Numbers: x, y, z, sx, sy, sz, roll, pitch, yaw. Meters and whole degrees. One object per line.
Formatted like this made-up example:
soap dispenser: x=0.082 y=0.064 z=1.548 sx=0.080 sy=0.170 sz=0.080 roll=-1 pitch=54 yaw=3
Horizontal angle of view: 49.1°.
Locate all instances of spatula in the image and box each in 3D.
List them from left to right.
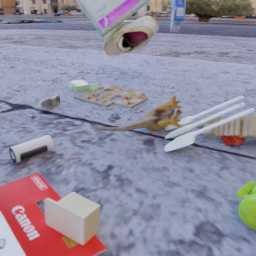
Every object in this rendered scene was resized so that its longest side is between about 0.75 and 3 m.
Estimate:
spatula: x=2.038 y=-0.150 z=7.398 sx=2.361 sy=0.190 sz=1.641 roll=-23 pitch=15 yaw=16

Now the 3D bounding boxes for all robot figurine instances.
robot figurine: x=2.300 y=1.368 z=4.839 sx=0.987 sy=0.571 sz=0.866 roll=-22 pitch=63 yaw=-41

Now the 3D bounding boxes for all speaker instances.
speaker: x=-2.354 y=0.505 z=6.886 sx=0.997 sy=0.405 sz=0.405 roll=-21 pitch=32 yaw=-38

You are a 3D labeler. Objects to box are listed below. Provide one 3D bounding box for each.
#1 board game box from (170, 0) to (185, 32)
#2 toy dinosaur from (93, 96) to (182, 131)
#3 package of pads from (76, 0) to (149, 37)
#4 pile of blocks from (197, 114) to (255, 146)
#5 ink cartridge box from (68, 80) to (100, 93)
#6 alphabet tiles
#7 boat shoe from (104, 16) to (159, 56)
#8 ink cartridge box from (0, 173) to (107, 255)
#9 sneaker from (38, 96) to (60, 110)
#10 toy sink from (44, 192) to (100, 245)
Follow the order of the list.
board game box: x=1.664 y=-4.186 z=9.389 sx=0.330 sy=1.521 sz=1.513 roll=2 pitch=3 yaw=4
toy dinosaur: x=0.711 y=-0.187 z=8.086 sx=2.962 sy=0.895 sz=1.573 roll=-16 pitch=-6 yaw=-43
package of pads: x=-0.568 y=-4.625 z=9.911 sx=2.227 sy=1.720 sz=0.759 roll=-38 pitch=9 yaw=-3
pile of blocks: x=3.084 y=0.183 z=7.420 sx=2.484 sy=1.020 sz=0.772 roll=3 pitch=67 yaw=27
ink cartridge box: x=-1.830 y=-1.850 z=12.057 sx=1.222 sy=0.293 sz=0.889 roll=-16 pitch=30 yaw=-27
alphabet tiles: x=-0.543 y=-1.243 z=10.955 sx=2.417 sy=0.091 sz=2.020 roll=16 pitch=30 yaw=31
boat shoe: x=-0.079 y=-3.187 z=10.180 sx=2.552 sy=0.941 sz=0.883 roll=-15 pitch=39 yaw=44
ink cartridge box: x=-2.090 y=1.520 z=4.493 sx=2.412 sy=0.612 sz=2.738 roll=-20 pitch=32 yaw=-35
sneaker: x=-2.864 y=-0.874 z=9.946 sx=0.454 sy=0.413 sz=1.106 roll=-4 pitch=14 yaw=19
toy sink: x=-0.905 y=1.417 z=4.587 sx=0.818 sy=0.533 sz=0.458 roll=16 pitch=24 yaw=27
